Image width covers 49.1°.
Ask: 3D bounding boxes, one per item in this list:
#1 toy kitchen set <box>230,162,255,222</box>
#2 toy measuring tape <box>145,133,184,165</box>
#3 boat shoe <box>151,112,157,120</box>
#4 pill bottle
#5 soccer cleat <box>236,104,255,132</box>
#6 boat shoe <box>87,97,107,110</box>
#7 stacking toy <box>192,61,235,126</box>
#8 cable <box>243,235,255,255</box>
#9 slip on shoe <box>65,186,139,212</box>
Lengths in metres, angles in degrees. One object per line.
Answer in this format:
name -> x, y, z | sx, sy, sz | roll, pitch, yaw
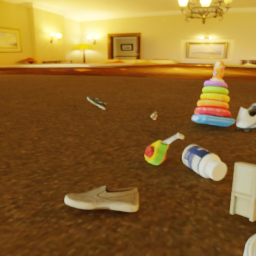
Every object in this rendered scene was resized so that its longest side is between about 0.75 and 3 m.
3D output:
toy kitchen set -> 2.901, 1.309, 5.741 | 1.222, 1.103, 0.997 | 1, 5, -41
toy measuring tape -> 0.995, 0.701, 8.219 | 0.654, 0.654, 1.778 | -12, -13, -34
boat shoe -> 1.291, -0.574, 13.734 | 0.244, 0.277, 0.779 | 46, 18, -1
pill bottle -> 2.153, 0.987, 7.913 | 0.694, 0.694, 1.249 | -7, 19, -23
soccer cleat -> 5.773, -0.507, 12.047 | 2.553, 1.102, 0.892 | -8, 19, -25
boat shoe -> -1.725, -1.437, 15.427 | 1.145, 0.387, 0.411 | 28, -3, -9
stacking toy -> 3.769, -1.534, 12.101 | 1.534, 2.795, 1.622 | 8, 1, -6
cable -> 2.563, 2.218, 4.067 | 1.771, 0.613, 1.771 | 3, 18, 11
slip on shoe -> -0.570, 1.517, 6.198 | 1.622, 0.491, 0.616 | 5, 0, 4
